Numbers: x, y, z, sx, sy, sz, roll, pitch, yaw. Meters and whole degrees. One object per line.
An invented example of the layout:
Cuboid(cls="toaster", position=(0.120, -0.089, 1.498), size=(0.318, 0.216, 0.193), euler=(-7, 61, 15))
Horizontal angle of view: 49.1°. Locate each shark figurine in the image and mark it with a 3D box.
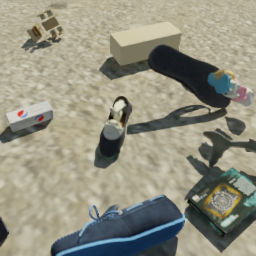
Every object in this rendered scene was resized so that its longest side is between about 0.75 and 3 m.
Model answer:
Cuboid(cls="shark figurine", position=(3.119, 0.631, 5.792), size=(1.720, 1.201, 2.878), euler=(-40, 58, -18))

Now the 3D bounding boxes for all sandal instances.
Cuboid(cls="sandal", position=(1.836, -1.518, 8.099), size=(2.733, 0.585, 1.039), euler=(32, 84, -7))

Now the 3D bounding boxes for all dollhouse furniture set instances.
Cuboid(cls="dollhouse furniture set", position=(-3.432, -4.142, 11.533), size=(1.191, 1.043, 0.791), euler=(-17, 35, 21))

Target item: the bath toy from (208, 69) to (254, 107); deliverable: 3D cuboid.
Cuboid(cls="bath toy", position=(2.748, -1.018, 7.383), size=(0.616, 0.725, 1.668), euler=(3, -9, 45))

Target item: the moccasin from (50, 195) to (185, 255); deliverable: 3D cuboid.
Cuboid(cls="moccasin", position=(-0.181, 1.817, 4.989), size=(2.422, 0.975, 0.826), euler=(-5, 42, -27))

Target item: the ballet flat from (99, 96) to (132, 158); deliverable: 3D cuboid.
Cuboid(cls="ballet flat", position=(-0.326, -0.120, 7.039), size=(0.659, 0.659, 1.804), euler=(10, 52, 11))

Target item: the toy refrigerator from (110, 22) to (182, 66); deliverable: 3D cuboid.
Cuboid(cls="toy refrigerator", position=(0.652, -3.172, 10.544), size=(2.529, 0.885, 0.960), euler=(-20, 52, -20))

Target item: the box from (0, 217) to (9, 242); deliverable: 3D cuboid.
Cuboid(cls="box", position=(-3.721, 1.802, 4.533), size=(2.265, 1.396, 2.246), euler=(19, 44, 20))

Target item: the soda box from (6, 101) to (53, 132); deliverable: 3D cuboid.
Cuboid(cls="soda box", position=(-2.665, -0.328, 7.645), size=(1.159, 0.369, 0.395), euler=(-22, 57, -24))

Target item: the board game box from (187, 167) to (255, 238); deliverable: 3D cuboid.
Cuboid(cls="board game box", position=(2.064, 1.469, 5.750), size=(1.431, 0.201, 0.968), euler=(-25, 48, -27))
